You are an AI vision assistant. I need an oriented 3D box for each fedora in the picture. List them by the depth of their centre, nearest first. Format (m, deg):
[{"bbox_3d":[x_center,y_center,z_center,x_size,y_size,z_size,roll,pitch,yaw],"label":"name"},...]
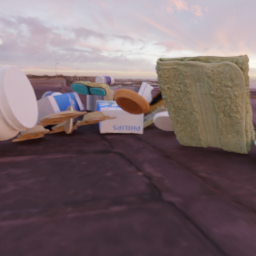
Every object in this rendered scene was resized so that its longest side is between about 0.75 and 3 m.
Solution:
[{"bbox_3d":[1.900,-1.211,12.915,2.521,1.028,2.521,-41,14,12],"label":"fedora"}]

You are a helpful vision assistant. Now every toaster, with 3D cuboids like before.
[{"bbox_3d":[-0.906,-1.373,14.083,2.394,1.420,2.165,-7,12,-33],"label":"toaster"}]

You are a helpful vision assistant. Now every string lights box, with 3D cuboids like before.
[{"bbox_3d":[-2.819,-0.617,10.398,1.448,0.831,2.819,-23,6,11],"label":"string lights box"},{"bbox_3d":[-0.418,-0.453,10.532,1.442,0.827,2.806,1,11,-11],"label":"string lights box"}]

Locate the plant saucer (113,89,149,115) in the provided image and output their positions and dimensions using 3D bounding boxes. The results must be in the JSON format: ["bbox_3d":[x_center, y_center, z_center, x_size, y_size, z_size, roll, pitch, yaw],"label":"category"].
[{"bbox_3d":[0.062,-0.720,8.298,1.130,0.212,1.130,21,-24,10],"label":"plant saucer"}]

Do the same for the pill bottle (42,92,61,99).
[{"bbox_3d":[-4.206,-1.545,16.108,1.022,1.022,1.766,-7,13,-35],"label":"pill bottle"}]

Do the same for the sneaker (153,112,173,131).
[{"bbox_3d":[1.481,-0.442,9.451,1.723,0.635,0.996,6,44,-28],"label":"sneaker"}]

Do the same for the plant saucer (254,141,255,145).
[{"bbox_3d":[3.966,0.616,5.988,2.359,0.454,2.359,1,10,0],"label":"plant saucer"}]

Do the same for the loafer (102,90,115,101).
[{"bbox_3d":[-0.775,-1.016,12.216,0.537,1.573,0.595,-11,46,-2],"label":"loafer"}]

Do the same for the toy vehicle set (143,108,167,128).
[{"bbox_3d":[0.886,-0.376,10.554,1.215,0.161,0.755,-31,13,-7],"label":"toy vehicle set"}]

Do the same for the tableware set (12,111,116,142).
[{"bbox_3d":[-1.884,-0.084,8.346,2.838,0.329,2.370,-17,-6,43],"label":"tableware set"}]

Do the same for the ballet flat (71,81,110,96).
[{"bbox_3d":[-1.479,-1.601,11.165,1.679,0.594,0.594,10,14,24],"label":"ballet flat"}]

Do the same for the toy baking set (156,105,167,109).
[{"bbox_3d":[1.303,-0.503,11.552,0.823,1.072,0.125,39,-6,43],"label":"toy baking set"}]

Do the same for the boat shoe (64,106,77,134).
[{"bbox_3d":[-1.718,-0.233,8.569,0.340,0.378,1.051,27,36,-34],"label":"boat shoe"}]

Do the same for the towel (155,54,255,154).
[{"bbox_3d":[1.812,-0.470,6.584,2.094,2.823,0.515,6,48,32],"label":"towel"}]

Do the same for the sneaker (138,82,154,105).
[{"bbox_3d":[0.723,-1.302,12.976,0.702,1.984,0.724,21,-31,0],"label":"sneaker"}]

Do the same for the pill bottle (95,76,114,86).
[{"bbox_3d":[-1.175,-2.408,14.336,0.549,0.549,0.949,7,13,33],"label":"pill bottle"}]

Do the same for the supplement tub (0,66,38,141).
[{"bbox_3d":[-3.678,-0.444,6.734,2.470,1.796,1.796,-13,10,5],"label":"supplement tub"}]
